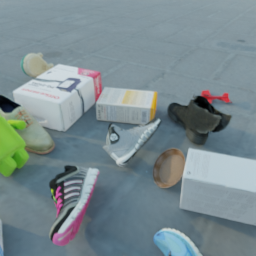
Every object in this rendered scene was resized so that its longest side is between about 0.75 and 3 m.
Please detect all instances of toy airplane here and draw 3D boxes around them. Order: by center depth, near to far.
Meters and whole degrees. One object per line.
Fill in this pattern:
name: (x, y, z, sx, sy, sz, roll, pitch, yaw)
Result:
toy airplane: (3.506, -1.216, 11.622, 1.644, 0.302, 1.644, 0, 37, 0)

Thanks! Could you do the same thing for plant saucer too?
plant saucer: (1.176, 1.138, 7.802, 0.211, 1.154, 1.154, 30, 19, -34)

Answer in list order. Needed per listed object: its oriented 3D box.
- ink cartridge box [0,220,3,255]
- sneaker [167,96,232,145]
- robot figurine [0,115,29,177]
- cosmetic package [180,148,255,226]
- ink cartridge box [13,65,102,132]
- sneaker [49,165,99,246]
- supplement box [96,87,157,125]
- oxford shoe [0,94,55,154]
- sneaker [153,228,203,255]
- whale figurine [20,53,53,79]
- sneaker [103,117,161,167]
ink cartridge box: (-3.292, 2.403, 6.209, 0.860, 0.507, 1.494, -13, 37, -18)
sneaker: (2.274, -0.526, 9.492, 0.846, 1.469, 2.817, -1, 35, -20)
robot figurine: (-3.834, 0.356, 7.997, 2.104, 1.217, 1.846, 49, 44, 1)
cosmetic package: (2.142, 1.372, 5.930, 1.955, 2.593, 0.670, 12, 65, 14)
ink cartridge box: (-2.615, -1.286, 10.911, 2.088, 1.216, 2.885, 14, 37, 19)
sneaker: (-1.485, 1.696, 6.686, 1.058, 0.892, 2.420, 18, 30, 0)
supplement box: (-0.028, -0.837, 10.639, 2.124, 0.781, 1.338, 7, 35, 8)
oxford shoe: (-3.449, -0.116, 9.071, 2.599, 0.959, 0.920, 33, 52, 15)
sneaker: (1.089, 2.784, 5.493, 0.849, 0.739, 1.887, -25, 41, -26)
whale figurine: (-4.312, -2.888, 13.229, 0.849, 1.302, 1.636, 9, 5, 33)
sneaker: (0.049, 0.099, 8.587, 1.218, 0.791, 2.109, 39, 58, 9)
